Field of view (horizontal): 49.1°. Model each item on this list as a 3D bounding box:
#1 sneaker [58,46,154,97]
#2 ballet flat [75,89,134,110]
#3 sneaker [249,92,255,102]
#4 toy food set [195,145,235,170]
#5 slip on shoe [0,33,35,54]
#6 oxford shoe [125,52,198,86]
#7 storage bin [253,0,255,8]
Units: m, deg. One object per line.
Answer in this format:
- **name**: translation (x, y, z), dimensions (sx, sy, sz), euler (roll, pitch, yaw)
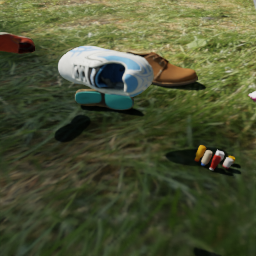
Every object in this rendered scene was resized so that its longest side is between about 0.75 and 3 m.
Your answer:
- **sneaker**: translation (-0.477, -0.839, 4.102), dimensions (1.772, 0.637, 0.642), euler (15, 28, 36)
- **ballet flat**: translation (-0.709, -0.952, 8.905), dimensions (1.920, 0.651, 0.695), euler (3, 16, 11)
- **sneaker**: translation (2.819, -0.586, 5.461), dimensions (0.447, 0.485, 1.100), euler (38, 16, -21)
- **toy food set**: translation (2.055, 0.776, 6.609), dimensions (0.885, 0.398, 0.423), euler (19, 21, -3)
- **slip on shoe**: translation (-3.222, -2.311, 7.784), dimensions (1.403, 0.520, 0.429), euler (-14, 52, -49)
- **oxford shoe**: translation (1.134, -2.217, 10.282), dimensions (2.892, 1.031, 1.032), euler (12, 35, 14)
- **storage bin**: translation (2.155, -1.205, 2.859), dimensions (1.035, 1.122, 1.541), euler (18, 57, -29)
